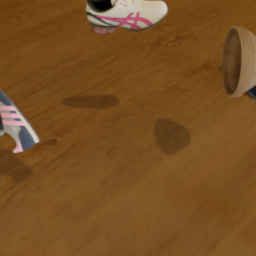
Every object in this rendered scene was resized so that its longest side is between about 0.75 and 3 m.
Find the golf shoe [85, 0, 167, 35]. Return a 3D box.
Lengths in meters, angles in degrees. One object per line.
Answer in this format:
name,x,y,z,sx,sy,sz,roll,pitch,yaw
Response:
golf shoe,-0.042,-3.090,7.389,2.169,0.999,0.787,-7,64,3

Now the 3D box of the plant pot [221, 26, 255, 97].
plant pot,2.815,-1.578,6.694,0.765,1.658,1.658,-2,47,4

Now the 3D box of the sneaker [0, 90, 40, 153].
sneaker,-2.866,-0.214,6.541,0.720,0.616,1.756,-38,94,-18

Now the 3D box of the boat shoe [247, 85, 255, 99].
boat shoe,4.887,-2.160,11.234,1.073,0.876,2.551,-24,51,-21
